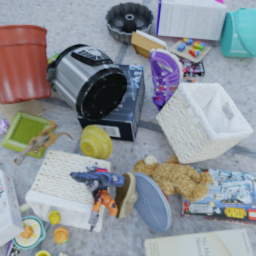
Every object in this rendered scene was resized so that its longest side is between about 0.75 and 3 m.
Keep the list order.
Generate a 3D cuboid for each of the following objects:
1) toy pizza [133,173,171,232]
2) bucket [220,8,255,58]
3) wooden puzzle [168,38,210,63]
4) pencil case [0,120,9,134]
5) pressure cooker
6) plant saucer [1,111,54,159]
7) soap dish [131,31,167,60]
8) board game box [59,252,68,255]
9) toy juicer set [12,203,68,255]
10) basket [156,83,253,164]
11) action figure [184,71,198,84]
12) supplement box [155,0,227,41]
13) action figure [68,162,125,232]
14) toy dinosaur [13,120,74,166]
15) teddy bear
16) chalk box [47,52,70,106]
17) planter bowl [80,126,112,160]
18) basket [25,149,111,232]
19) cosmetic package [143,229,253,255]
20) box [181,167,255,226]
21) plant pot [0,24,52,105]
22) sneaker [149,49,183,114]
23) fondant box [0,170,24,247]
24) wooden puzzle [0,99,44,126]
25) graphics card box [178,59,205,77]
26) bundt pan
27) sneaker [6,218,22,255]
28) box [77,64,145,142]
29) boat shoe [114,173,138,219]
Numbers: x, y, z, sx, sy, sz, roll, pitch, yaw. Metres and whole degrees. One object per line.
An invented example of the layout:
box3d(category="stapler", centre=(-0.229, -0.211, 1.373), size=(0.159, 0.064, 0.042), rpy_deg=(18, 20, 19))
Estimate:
box3d(category="toy pizza", centre=(0.686, 2.247, 8.605), size=(0.309, 1.950, 1.950), rpy_deg=(-22, 60, -30))
box3d(category="bucket", centre=(5.040, -4.164, 12.370), size=(1.447, 2.223, 2.223), rpy_deg=(-3, 59, 2))
box3d(category="wooden puzzle", centre=(2.812, -3.658, 12.799), size=(1.565, 0.362, 1.450), rpy_deg=(26, 52, 21))
box3d(category="pencil case", centre=(-5.216, 0.073, 10.700), size=(1.266, 0.531, 0.541), rpy_deg=(-17, 28, -12))
box3d(category="pressure cooker", centre=(-1.417, -1.584, 9.145), size=(2.027, 1.996, 2.270), rpy_deg=(-44, 61, -5))
box3d(category="plant saucer", centre=(-3.690, 0.181, 10.418), size=(1.554, 0.373, 1.556), rpy_deg=(18, 67, -4))
box3d(category="soap dish", centre=(0.946, -3.526, 12.452), size=(1.636, 1.287, 0.664), rpy_deg=(30, 87, 17))
box3d(category="board game box", centre=(-1.679, 4.120, 8.294), size=(0.900, 0.464, 0.472), rpy_deg=(19, 61, 11))
box3d(category="toy juicer set", centre=(-2.861, 2.987, 8.576), size=(2.328, 0.633, 1.481), rpy_deg=(35, 69, 19))
box3d(category="basket", centre=(2.557, -0.174, 9.641), size=(2.231, 1.794, 2.211), rpy_deg=(-5, 58, -37))
box3d(category="action figure", centre=(2.467, -1.960, 11.915), size=(0.905, 0.473, 0.875), rpy_deg=(20, 71, 17))
box3d(category="supplement box", centre=(2.840, -5.173, 13.032), size=(2.980, 1.540, 1.508), rpy_deg=(6, 39, 5))
box3d(category="action figure", centre=(-0.894, 1.648, 7.100), size=(1.760, 0.920, 1.702), rpy_deg=(22, 43, -39))
box3d(category="toy dinosaur", centre=(-2.387, 0.296, 8.341), size=(2.351, 1.248, 0.710), rpy_deg=(-30, 84, -46))
box3d(category="teddy bear", centre=(1.414, 1.520, 9.127), size=(2.705, 0.903, 1.961), rpy_deg=(26, 44, 37))
box3d(category="chalk box", centre=(-2.546, -2.268, 11.625), size=(1.324, 1.331, 2.139), rpy_deg=(-34, 64, -19))
box3d(category="planter bowl", centre=(-1.103, 0.561, 8.601), size=(1.187, 1.187, 0.495), rpy_deg=(30, 34, 17))
box3d(category="basket", centre=(-1.684, 1.974, 8.623), size=(2.118, 2.099, 1.704), rpy_deg=(11, 58, 3))
box3d(category="cosmetic package", centre=(1.998, 3.885, 8.073), size=(2.950, 1.078, 1.527), rpy_deg=(-6, 61, -3))
box3d(category="box", centre=(3.041, 2.256, 9.386), size=(2.466, 0.492, 1.688), rpy_deg=(6, 58, 4))
box3d(category="plant pot", centre=(-3.986, -2.203, 10.325), size=(2.519, 2.519, 2.449), rpy_deg=(-12, 97, -7))
box3d(category="sneaker", centre=(1.319, -1.456, 10.047), size=(1.142, 2.832, 1.181), rpy_deg=(11, 47, 34))
box3d(category="fondant box", centre=(-4.233, 2.604, 8.612), size=(1.579, 0.638, 2.189), rpy_deg=(-33, 49, -4))
box3d(category="wooden puzzle", centre=(-4.295, -0.763, 11.221), size=(1.370, 0.276, 1.481), rpy_deg=(-30, 67, -26))
box3d(category="graphics card box", centre=(2.694, -2.661, 12.437), size=(1.300, 0.331, 0.815), rpy_deg=(1, 58, -1))
box3d(category="bundt pan", centre=(0.064, -4.958, 13.487), size=(2.385, 0.895, 2.385), rpy_deg=(0, 58, 0))
box3d(category="sneaker", centre=(-3.602, 3.453, 8.779), size=(0.517, 0.499, 1.238), rpy_deg=(-12, 51, 12))
box3d(category="box", centre=(-0.524, -1.011, 10.703), size=(1.980, 1.428, 2.668), rpy_deg=(5, 58, 10))
box3d(category="boat shoe", centre=(-0.034, 2.085, 8.778), size=(0.585, 1.815, 0.647), rpy_deg=(-5, 39, -29))
